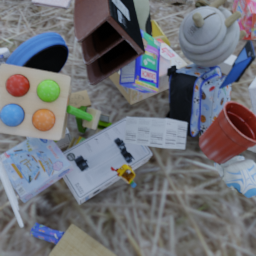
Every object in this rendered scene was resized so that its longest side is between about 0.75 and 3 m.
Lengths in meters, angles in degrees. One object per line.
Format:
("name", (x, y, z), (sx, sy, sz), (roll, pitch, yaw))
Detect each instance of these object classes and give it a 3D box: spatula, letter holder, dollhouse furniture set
("spatula", (-2.618, 0.785, 5.650), (0.190, 2.372, 1.649), (-20, 17, -23))
("letter holder", (-0.803, -2.587, 7.096), (1.796, 1.271, 2.527), (-29, 48, 26))
("dollhouse furniture set", (-1.306, 0.282, 9.304), (1.140, 0.873, 1.740), (14, 54, 7))

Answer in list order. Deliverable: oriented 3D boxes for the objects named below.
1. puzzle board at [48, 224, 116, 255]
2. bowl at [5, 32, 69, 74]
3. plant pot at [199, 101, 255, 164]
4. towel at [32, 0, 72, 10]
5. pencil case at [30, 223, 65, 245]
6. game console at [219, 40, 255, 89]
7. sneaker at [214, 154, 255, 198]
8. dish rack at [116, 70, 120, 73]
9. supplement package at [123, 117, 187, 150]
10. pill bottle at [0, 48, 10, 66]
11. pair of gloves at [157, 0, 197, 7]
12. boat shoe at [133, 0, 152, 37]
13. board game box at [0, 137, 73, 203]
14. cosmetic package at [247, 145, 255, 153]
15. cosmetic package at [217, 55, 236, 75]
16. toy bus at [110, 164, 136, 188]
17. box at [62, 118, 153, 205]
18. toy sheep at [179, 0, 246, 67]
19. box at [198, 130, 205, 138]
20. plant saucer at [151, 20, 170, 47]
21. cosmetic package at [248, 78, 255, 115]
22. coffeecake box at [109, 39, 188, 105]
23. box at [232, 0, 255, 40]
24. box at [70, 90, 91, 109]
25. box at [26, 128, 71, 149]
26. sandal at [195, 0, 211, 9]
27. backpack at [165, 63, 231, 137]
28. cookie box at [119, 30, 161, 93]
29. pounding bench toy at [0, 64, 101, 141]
("puzzle board", (-0.980, 3.870, 6.876), (2.501, 0.218, 1.885), (30, 61, 15))
("bowl", (-2.509, -1.753, 7.847), (2.015, 2.015, 0.396), (-39, 83, -26))
("plant pot", (1.985, 0.157, 5.559), (0.997, 0.970, 0.997), (18, 45, -19))
("towel", (-2.465, -4.789, 9.680), (1.387, 0.234, 1.453), (16, 76, 12))
("pencil case", (-2.183, 2.897, 7.627), (0.963, 0.418, 0.376), (13, 68, 11))
("game console", (2.620, -1.544, 6.903), (0.584, 0.988, 0.843), (3, 63, -5))
("sneaker", (2.369, 1.015, 6.162), (0.756, 2.103, 0.762), (-14, 87, 11))
("dish rack", (-0.423, -3.054, 9.409), (0.492, 1.938, 2.258), (3, 42, -26))
("supplement package", (0.715, 0.128, 7.337), (1.299, 1.011, 0.720), (5, 89, 42))
("pill bottle", (-3.669, -1.923, 8.365), (0.455, 0.801, 0.455), (-6, 37, 5))
("pair of gloves", (2.082, -4.361, 9.415), (2.055, 0.360, 1.748), (12, 21, 39))
("boat shoe", (0.405, -3.618, 9.782), (0.844, 2.306, 0.723), (-2, 14, 14))
("board game box", (-2.434, 0.937, 7.324), (1.451, 0.299, 1.455), (-33, 62, -19))
("cosmetic package", (5.047, 0.622, 9.267), (2.254, 0.571, 0.930), (23, 56, 17))
("cosmetic package", (4.007, -2.781, 11.891), (1.334, 0.566, 0.718), (26, 55, 20))
("toy bus", (-0.057, 1.098, 7.012), (0.374, 0.683, 0.724), (-49, 59, 0))
("box", (-0.745, 0.984, 8.646), (2.622, 0.788, 1.529), (-31, 73, -21))
("toy sheep", (2.338, -2.675, 8.093), (1.855, 2.691, 1.855), (-7, 76, 29))
("box", (2.871, 0.328, 9.715), (0.731, 0.223, 0.923), (-7, 53, -5))
("plant saucer", (0.806, -4.415, 13.213), (1.922, 0.466, 1.922), (-15, 54, -11))
("cosmetic package", (3.635, -0.937, 6.637), (0.786, 1.118, 2.205), (-3, 27, 41))
("coffeecake box", (0.716, -2.335, 11.300), (2.603, 0.951, 1.998), (-25, 56, -18))
("box", (6.071, -5.656, 13.564), (1.327, 1.438, 2.803), (3, 54, 3))
("box", (-2.027, -1.054, 10.853), (1.036, 0.110, 0.847), (-15, 54, -10))
("box", (-3.007, -0.195, 9.818), (1.348, 0.695, 2.312), (-22, 56, -16))
("sandal", (2.729, -3.802, 9.060), (0.642, 1.598, 0.432), (14, 88, 46))
("backpack", (2.407, -1.078, 9.431), (1.923, 2.496, 2.378), (17, 36, 24))
("cookie box", (0.370, -1.812, 7.841), (0.554, 1.261, 1.475), (2, 87, 35))
("pounding bench toy", (-1.680, -0.443, 6.409), (2.233, 1.742, 1.387), (9, 88, -10))
